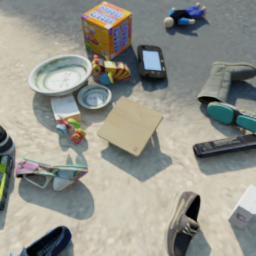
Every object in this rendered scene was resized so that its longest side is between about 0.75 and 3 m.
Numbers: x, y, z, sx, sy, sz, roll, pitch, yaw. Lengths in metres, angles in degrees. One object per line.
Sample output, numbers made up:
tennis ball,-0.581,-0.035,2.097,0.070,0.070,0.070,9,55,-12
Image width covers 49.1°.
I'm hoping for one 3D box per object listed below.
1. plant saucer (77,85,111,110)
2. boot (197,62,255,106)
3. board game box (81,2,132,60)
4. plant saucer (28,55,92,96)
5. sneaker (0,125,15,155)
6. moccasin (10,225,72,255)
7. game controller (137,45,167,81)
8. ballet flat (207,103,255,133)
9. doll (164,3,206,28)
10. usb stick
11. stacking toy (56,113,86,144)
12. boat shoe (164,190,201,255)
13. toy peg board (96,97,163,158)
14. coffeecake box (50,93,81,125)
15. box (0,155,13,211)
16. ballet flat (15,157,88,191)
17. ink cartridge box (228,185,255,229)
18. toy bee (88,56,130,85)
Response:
plant saucer,-1.452,-1.269,12.144,1.446,0.363,1.446,0,52,0
boot,4.397,-1.898,12.300,2.248,0.897,2.472,7,44,23
board game box,-1.035,-4.859,14.020,1.765,1.764,1.764,32,59,22
plant saucer,-2.962,-2.202,12.498,2.853,0.716,2.853,-5,45,5
sneaker,-5.813,0.341,10.075,2.966,1.659,1.084,-7,53,-6
moccasin,-2.821,3.688,7.982,1.043,0.884,2.592,33,59,23
game controller,1.114,-3.188,13.532,1.283,0.518,2.460,-3,53,-2
ballet flat,4.357,-0.458,11.273,2.326,0.837,0.837,27,56,30
doll,3.183,-6.323,15.871,2.643,0.640,1.803,-25,55,-18
usb stick,3.753,0.675,10.557,2.624,0.428,0.728,-9,37,-7
stacking toy,-2.306,0.060,10.703,1.227,1.110,0.518,24,68,16
boat shoe,1.682,2.882,8.378,0.800,0.787,2.148,28,63,-26
toy peg board,0.120,0.066,10.937,1.894,0.927,1.887,27,72,21
coffeecake box,-2.631,-0.779,11.698,0.974,0.464,1.269,-17,54,-13
box,-5.123,1.914,9.632,1.932,0.475,2.001,-4,52,-5
ballet flat,-2.677,1.645,9.679,2.647,0.915,0.942,6,71,11
ink cartridge box,3.674,2.460,8.712,0.521,1.232,0.890,33,59,23
toy bee,-1.089,-2.594,12.579,2.443,1.328,1.599,-24,58,-18
